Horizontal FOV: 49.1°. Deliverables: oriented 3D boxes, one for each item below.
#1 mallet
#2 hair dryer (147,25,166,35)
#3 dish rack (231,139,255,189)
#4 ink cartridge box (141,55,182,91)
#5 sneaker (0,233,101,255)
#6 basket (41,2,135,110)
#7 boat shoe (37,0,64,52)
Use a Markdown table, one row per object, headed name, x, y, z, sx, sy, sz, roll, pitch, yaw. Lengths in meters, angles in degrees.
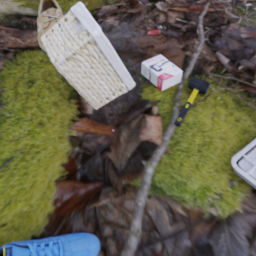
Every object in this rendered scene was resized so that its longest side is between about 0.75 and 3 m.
| name | x | y | z | sx | sy | sz | roll | pitch | yaw |
| --- | --- | --- | --- | --- | --- | --- | --- | --- | --- |
| mallet | 2.334 | -0.902 | 10.079 | 0.782 | 0.489 | 2.376 | 19 | 56 | 11 |
| hair dryer | 1.291 | -4.688 | 13.562 | 0.992 | 0.269 | 0.755 | -35 | 39 | -32 |
| dish rack | 4.335 | 1.153 | 8.104 | 2.331 | 0.508 | 2.001 | -31 | 52 | -24 |
| ink cartridge box | 1.300 | -2.198 | 11.064 | 0.990 | 0.576 | 1.367 | -27 | 54 | -22 |
| sneaker | -2.032 | 2.927 | 6.180 | 2.896 | 1.135 | 0.955 | -12 | 47 | -12 |
| basket | -0.844 | -1.447 | 6.046 | 1.137 | 1.843 | 1.249 | -34 | 54 | 3 |
| boat shoe | -2.545 | -3.419 | 9.192 | 1.018 | 0.921 | 2.856 | -13 | 47 | -15 |
